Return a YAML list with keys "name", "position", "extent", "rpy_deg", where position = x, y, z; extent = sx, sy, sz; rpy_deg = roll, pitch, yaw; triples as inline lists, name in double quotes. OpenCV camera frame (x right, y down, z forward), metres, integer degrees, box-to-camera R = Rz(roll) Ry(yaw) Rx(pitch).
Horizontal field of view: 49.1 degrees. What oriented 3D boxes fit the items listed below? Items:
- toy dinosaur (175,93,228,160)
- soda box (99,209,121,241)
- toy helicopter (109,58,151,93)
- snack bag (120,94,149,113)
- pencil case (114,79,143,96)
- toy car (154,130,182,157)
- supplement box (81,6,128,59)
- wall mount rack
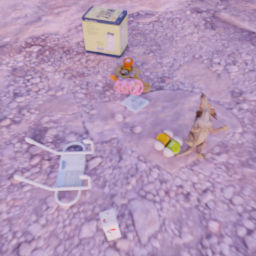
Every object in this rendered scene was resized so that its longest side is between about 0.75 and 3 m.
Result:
- name: "toy dinosaur"
  position: [2.606, 0.109, 10.223]
  extent: [1.046, 2.436, 1.651]
  rpy_deg: [26, 19, -7]
- name: "soda box"
  position: [-0.484, 2.712, 7.781]
  extent: [0.394, 1.238, 0.421]
  rpy_deg: [-15, 53, -7]
- name: "toy helicopter"
  position: [0.136, -2.256, 12.952]
  extent: [1.446, 0.863, 2.187]
  rpy_deg: [-34, 57, -25]
- name: "snack bag"
  position: [0.260, -1.087, 12.300]
  extent: [1.001, 0.107, 0.943]
  rpy_deg: [29, 52, 29]
- name: "pencil case"
  position: [0.005, -1.767, 12.067]
  extent: [0.636, 0.609, 1.470]
  rpy_deg: [-47, 33, -18]
- name: "toy car"
  position: [1.434, 0.623, 10.177]
  extent: [0.956, 0.717, 0.837]
  rpy_deg: [36, 68, 16]
- name: "supplement box"
  position: [-1.173, -5.043, 14.775]
  extent: [2.044, 2.042, 1.372]
  rpy_deg: [12, 47, 12]
- name: "wall mount rack"
  position: [-2.357, 1.226, 9.435]
  extent: [2.319, 0.995, 2.669]
  rpy_deg: [-1, 45, -1]
